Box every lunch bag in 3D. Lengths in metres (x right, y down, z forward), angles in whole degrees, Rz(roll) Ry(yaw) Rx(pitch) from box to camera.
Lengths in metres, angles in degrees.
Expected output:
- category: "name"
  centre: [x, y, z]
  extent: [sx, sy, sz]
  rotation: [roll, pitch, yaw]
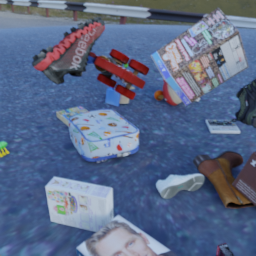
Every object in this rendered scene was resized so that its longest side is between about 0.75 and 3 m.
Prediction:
- category: "lunch bag"
  centre: [-0.906, 0.217, 10.633]
  extent: [2.307, 1.088, 2.879]
  rotation: [-10, 28, -24]

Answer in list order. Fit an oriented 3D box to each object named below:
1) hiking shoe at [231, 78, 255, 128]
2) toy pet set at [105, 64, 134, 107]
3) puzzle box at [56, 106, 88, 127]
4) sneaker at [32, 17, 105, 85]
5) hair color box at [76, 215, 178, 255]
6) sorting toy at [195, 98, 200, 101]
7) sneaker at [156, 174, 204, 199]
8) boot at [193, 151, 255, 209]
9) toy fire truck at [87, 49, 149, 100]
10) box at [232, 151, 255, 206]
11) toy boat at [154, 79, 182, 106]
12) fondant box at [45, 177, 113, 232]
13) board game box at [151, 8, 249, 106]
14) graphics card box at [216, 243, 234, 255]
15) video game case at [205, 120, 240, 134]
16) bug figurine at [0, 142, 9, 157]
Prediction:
- category: "hiking shoe"
  centre: [3.979, -1.227, 8.752]
  extent: [0.914, 2.415, 1.216]
  rotation: [25, -3, -36]
- category: "toy pet set"
  centre: [-0.572, -2.317, 14.598]
  extent: [1.158, 2.036, 2.181]
  rotation: [-2, 25, -22]
- category: "puzzle box"
  centre: [-2.304, -0.457, 12.852]
  extent: [1.313, 0.251, 1.974]
  rotation: [-17, 31, -32]
- category: "sneaker"
  centre: [-1.697, -2.470, 9.165]
  extent: [2.810, 1.373, 0.993]
  rotation: [-45, 27, -18]
- category: "hair color box"
  centre: [0.299, 2.940, 5.498]
  extent: [2.589, 0.784, 1.295]
  rotation: [22, 34, 36]
- category: "sorting toy"
  centre: [3.475, -1.599, 15.031]
  extent: [0.702, 0.417, 0.780]
  rotation: [19, 30, 18]
- category: "sneaker"
  centre: [1.564, 1.612, 8.424]
  extent: [1.554, 0.546, 0.622]
  rotation: [-10, 25, -18]
- category: "boot"
  centre: [3.219, 1.512, 8.507]
  extent: [1.881, 0.684, 1.998]
  rotation: [5, 30, -25]
- category: "toy fire truck"
  centre: [-0.561, -2.244, 10.631]
  extent: [2.547, 1.428, 2.139]
  rotation: [34, 8, 27]
- category: "box"
  centre: [4.107, 1.317, 7.718]
  extent: [1.645, 1.351, 1.365]
  rotation: [-17, 48, -34]
- category: "toy boat"
  centre: [2.042, -1.905, 14.921]
  extent: [1.396, 1.394, 2.136]
  rotation: [-26, 21, 16]
- category: "fondant box"
  centre: [-1.200, 1.948, 7.046]
  extent: [1.616, 1.166, 0.471]
  rotation: [7, 28, 14]
- category: "board game box"
  centre: [2.576, -2.373, 9.960]
  extent: [2.692, 2.146, 1.303]
  rotation: [-32, 56, 16]
- category: "graphics card box"
  centre: [2.121, 2.930, 5.753]
  extent: [0.231, 0.570, 0.908]
  rotation: [-7, 28, -12]
- category: "video game case"
  centre: [4.094, -0.059, 12.195]
  extent: [1.221, 0.143, 1.110]
  rotation: [1, 27, 3]
- category: "bug figurine"
  centre: [-5.368, 0.733, 10.186]
  extent: [2.025, 0.521, 1.571]
  rotation: [22, 34, 37]
